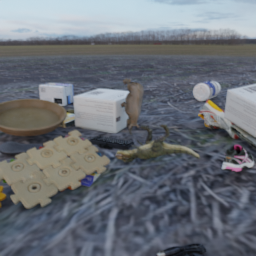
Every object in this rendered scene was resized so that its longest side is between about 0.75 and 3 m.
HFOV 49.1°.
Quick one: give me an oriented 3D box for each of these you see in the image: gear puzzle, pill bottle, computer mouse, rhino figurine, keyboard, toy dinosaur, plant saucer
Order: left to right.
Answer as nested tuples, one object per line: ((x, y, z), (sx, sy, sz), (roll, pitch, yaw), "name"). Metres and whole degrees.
((-3.214, -0.361, 9.056), (2.413, 0.355, 2.413), (6, 27, -3), "plant saucer")
((-1.900, 1.074, 6.016), (2.985, 0.391, 1.546), (-26, 50, -37), "gear puzzle")
((-0.552, 0.450, 8.536), (1.335, 0.171, 0.802), (8, 20, 24), "keyboard")
((0.132, -0.647, 9.156), (0.550, 1.841, 0.805), (-5, 19, -28), "rhino figurine")
((0.707, 0.384, 7.167), (2.107, 0.929, 0.500), (-5, 1, 17), "toy dinosaur")
((0.937, 1.944, 3.802), (0.792, 0.302, 1.144), (-4, 19, -15), "computer mouse")
((4.160, -1.960, 14.597), (0.906, 0.906, 1.633), (15, 24, 38), "pill bottle")

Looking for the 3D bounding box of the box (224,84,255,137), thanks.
((3.893, -0.583, 8.230), (1.455, 0.956, 1.462), (-14, 31, -18), "box")

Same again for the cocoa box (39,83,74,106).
((-3.465, -1.642, 13.612), (1.382, 0.921, 0.907), (7, 20, 21), "cocoa box")

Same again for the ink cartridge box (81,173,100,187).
((-1.107, 1.038, 6.647), (0.830, 0.197, 0.840), (11, 17, 14), "ink cartridge box")

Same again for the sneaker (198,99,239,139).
((3.165, -0.180, 9.716), (0.773, 0.816, 1.987), (31, 17, -32), "sneaker")

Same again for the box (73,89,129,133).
((-0.800, -0.695, 10.390), (1.779, 1.163, 1.770), (9, 20, 24), "box")

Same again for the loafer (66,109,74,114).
((-2.345, -0.628, 11.647), (0.777, 0.292, 0.271), (3, 23, 44), "loafer")

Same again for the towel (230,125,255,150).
((4.575, 0.161, 7.981), (2.434, 0.420, 2.344), (-15, 31, -12), "towel")

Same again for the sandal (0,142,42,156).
((-3.013, 0.646, 7.823), (1.214, 0.260, 0.462), (4, 37, 2), "sandal")

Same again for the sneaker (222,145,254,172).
((2.748, 0.680, 6.874), (0.528, 0.568, 1.315), (8, 10, 36), "sneaker")

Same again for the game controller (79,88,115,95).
((-1.381, -1.578, 14.346), (2.488, 0.524, 1.298), (-18, 40, -41), "game controller")

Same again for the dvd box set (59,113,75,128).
((-2.557, -0.342, 10.830), (1.414, 0.208, 1.034), (12, 23, 33), "dvd box set")
